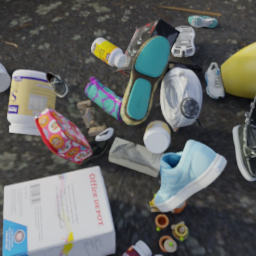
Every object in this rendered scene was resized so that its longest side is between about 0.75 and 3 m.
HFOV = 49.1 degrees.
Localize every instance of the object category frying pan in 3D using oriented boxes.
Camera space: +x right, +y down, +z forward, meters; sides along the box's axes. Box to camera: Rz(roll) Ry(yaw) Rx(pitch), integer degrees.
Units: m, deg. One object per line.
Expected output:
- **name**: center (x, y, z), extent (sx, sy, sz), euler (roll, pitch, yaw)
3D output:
- **frying pan**: center (1.536, -0.310, 6.784), extent (0.545, 0.147, 0.901), euler (-11, 87, -16)

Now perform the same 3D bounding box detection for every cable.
- **cable**: center (1.569, -0.931, 8.636), extent (0.624, 1.803, 1.803), euler (-7, 19, -16)

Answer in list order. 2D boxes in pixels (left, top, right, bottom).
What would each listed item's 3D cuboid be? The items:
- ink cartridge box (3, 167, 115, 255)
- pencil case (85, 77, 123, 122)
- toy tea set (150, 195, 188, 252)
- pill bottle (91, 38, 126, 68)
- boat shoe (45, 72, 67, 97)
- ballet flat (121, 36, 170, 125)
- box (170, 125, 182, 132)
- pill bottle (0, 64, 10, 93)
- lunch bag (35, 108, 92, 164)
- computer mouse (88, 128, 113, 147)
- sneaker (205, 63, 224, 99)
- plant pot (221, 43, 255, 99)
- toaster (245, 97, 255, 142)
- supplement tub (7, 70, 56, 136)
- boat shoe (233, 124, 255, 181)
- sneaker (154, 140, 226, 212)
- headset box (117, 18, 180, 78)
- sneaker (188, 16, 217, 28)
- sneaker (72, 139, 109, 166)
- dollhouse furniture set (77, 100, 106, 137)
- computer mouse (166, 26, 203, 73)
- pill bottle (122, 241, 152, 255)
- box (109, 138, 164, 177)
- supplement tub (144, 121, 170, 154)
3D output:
- **ink cartridge box**: center (-1.574, 2.261, 6.788), extent (2.292, 1.658, 1.687), euler (-11, 52, -9)
- **pencil case**: center (-0.721, -1.026, 10.013), extent (0.776, 0.843, 1.824), euler (-37, 59, -27)
- **toy tea set**: center (1.128, 2.414, 7.359), extent (0.952, 0.592, 1.600), euler (-4, 51, -3)
- **pill bottle**: center (-0.556, -2.183, 8.223), extent (1.004, 0.548, 0.548), euler (37, 59, 22)
- **boat shoe**: center (-1.812, -1.090, 7.020), extent (0.341, 0.321, 0.950), euler (-45, 51, 7)
- **ballet flat**: center (0.458, -1.410, 8.482), extent (1.029, 1.029, 2.910), euler (15, 74, 12)
- **box**: center (1.771, -0.270, 9.467), extent (0.136, 0.783, 0.431), euler (12, 38, -44)
- **pill bottle**: center (-5.403, -2.197, 10.822), extent (1.061, 1.061, 1.872), euler (-35, 59, -25)
- **lunch bag**: center (-1.474, 0.126, 6.383), extent (0.567, 1.385, 1.220), euler (-38, 60, 3)
- **computer mouse**: center (-0.770, 0.308, 8.068), extent (0.873, 0.479, 0.192), euler (-33, 70, 15)
- **sneaker**: center (3.340, -1.844, 10.766), extent (0.631, 0.730, 1.684), euler (-2, 52, -3)
- **plant pot**: center (4.251, -1.937, 10.252), extent (1.448, 2.040, 2.040), euler (-11, 46, 25)
- **toaster**: center (4.745, -0.059, 9.030), extent (1.918, 1.138, 1.734), euler (21, 54, 16)
- **supplement tub**: center (-2.925, -0.717, 8.571), extent (1.331, 1.331, 1.830), euler (6, 87, 5)
- **boat shoe**: center (3.454, 0.693, 8.033), extent (0.579, 0.521, 1.637), euler (-4, 77, -31)
- **sneaker**: center (1.132, 1.078, 6.558), extent (1.050, 2.562, 0.947), euler (42, 46, 7)
- **headset box**: center (0.610, -2.706, 10.160), extent (0.942, 2.440, 1.815), euler (26, 91, -21)
- **sneaker**: center (3.643, -5.235, 13.758), extent (1.356, 0.526, 0.618), euler (10, 38, 2)
- **sneaker**: center (-1.183, 0.591, 8.752), extent (1.347, 0.772, 0.515), euler (-26, 57, -23)
- **dollhouse furniture set**: center (-1.176, -0.406, 9.226), extent (0.528, 1.193, 0.618), euler (-11, 30, 14)
- **computer mouse**: center (2.413, -3.350, 12.083), extent (1.520, 0.608, 2.772), euler (1, 54, 12)
- **pill bottle**: center (0.104, 3.209, 6.755), extent (0.911, 0.520, 0.520), euler (-36, 59, -26)
- **box**: center (0.245, 0.897, 8.538), extent (1.577, 0.539, 0.648), euler (17, 51, 6)
- **supplement tub**: center (0.871, 0.270, 8.358), extent (0.767, 0.767, 1.054), euler (8, 18, 6)
